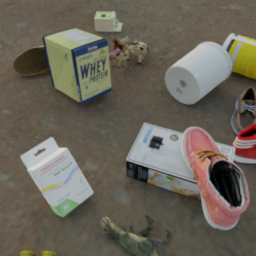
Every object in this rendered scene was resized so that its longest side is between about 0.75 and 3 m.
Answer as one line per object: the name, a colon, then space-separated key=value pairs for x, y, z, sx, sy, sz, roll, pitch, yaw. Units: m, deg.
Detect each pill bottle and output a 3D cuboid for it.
pill bottle: x=5.079 y=-2.740 z=11.254 sx=2.513 sy=1.436 sz=1.436 roll=27 pitch=52 yaw=24

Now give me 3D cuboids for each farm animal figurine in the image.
farm animal figurine: x=0.044 y=-3.333 z=11.931 sx=1.791 sy=0.944 sz=1.811 roll=5 pitch=44 yaw=-13

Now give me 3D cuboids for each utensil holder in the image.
utensil holder: x=2.586 y=-2.023 z=10.403 sx=1.678 sy=1.678 sz=1.975 roll=35 pitch=56 yaw=29

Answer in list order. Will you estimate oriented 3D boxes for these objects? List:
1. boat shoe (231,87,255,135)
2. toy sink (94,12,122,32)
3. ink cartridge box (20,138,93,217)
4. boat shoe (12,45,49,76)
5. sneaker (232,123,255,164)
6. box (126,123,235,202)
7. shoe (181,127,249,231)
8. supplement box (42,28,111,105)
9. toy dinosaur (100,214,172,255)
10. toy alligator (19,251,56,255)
boat shoe: x=4.041 y=-0.607 z=9.639 sx=0.778 sy=0.779 sz=2.153 roll=10 pitch=47 yaw=10
toy sink: x=-1.005 y=-5.457 z=14.343 sx=1.303 sy=0.730 sz=0.849 roll=4 pitch=46 yaw=4
ink cartridge box: x=-1.820 y=1.228 z=7.208 sx=1.051 sy=1.795 sz=0.604 roll=-36 pitch=15 yaw=-29
boat shoe: x=-3.468 y=-3.046 z=11.944 sx=2.926 sy=1.056 sz=0.951 roll=-31 pitch=13 yaw=-12
sneaker: x=4.187 y=0.519 z=8.248 sx=2.116 sy=1.222 sz=0.829 roll=-1 pitch=46 yaw=-1
box: x=1.496 y=0.988 z=8.065 sx=2.776 sy=0.835 sz=1.619 roll=17 pitch=48 yaw=15
shoe: x=2.017 y=0.874 z=6.659 sx=0.998 sy=1.270 sz=2.793 roll=-7 pitch=54 yaw=-4
supplement box: x=-1.825 y=-2.288 z=10.170 sx=1.365 sy=2.034 sz=2.032 roll=-31 pitch=45 yaw=-32
toy dinosaur: x=0.453 y=2.713 z=6.632 sx=2.370 sy=0.562 sz=1.044 roll=31 pitch=68 yaw=26
toy alligator: x=-1.766 y=3.085 z=6.188 sx=2.340 sy=0.635 sz=0.694 roll=1 pitch=46 yaw=1
